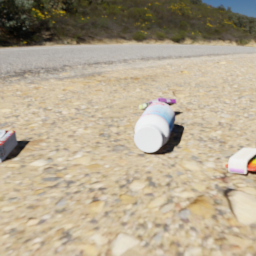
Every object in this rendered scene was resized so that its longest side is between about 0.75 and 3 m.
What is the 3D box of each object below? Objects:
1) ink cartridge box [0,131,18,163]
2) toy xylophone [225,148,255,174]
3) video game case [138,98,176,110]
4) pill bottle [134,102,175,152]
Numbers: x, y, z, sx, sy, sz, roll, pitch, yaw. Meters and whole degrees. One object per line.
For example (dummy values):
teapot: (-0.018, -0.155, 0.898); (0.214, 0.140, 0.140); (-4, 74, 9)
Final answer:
ink cartridge box: (-5.206, 0.679, 10.680); (1.341, 0.641, 1.528); (0, 23, 2)
toy xylophone: (4.211, 1.097, 9.662); (1.700, 0.427, 1.245); (-18, 13, -35)
video game case: (1.507, -1.183, 14.283); (1.365, 0.270, 1.506); (-18, -10, 40)
pill bottle: (1.080, -0.039, 11.415); (1.397, 1.397, 2.570); (6, 23, 15)
